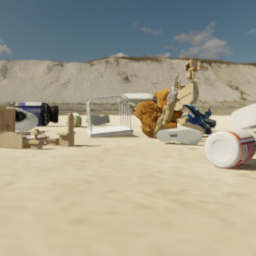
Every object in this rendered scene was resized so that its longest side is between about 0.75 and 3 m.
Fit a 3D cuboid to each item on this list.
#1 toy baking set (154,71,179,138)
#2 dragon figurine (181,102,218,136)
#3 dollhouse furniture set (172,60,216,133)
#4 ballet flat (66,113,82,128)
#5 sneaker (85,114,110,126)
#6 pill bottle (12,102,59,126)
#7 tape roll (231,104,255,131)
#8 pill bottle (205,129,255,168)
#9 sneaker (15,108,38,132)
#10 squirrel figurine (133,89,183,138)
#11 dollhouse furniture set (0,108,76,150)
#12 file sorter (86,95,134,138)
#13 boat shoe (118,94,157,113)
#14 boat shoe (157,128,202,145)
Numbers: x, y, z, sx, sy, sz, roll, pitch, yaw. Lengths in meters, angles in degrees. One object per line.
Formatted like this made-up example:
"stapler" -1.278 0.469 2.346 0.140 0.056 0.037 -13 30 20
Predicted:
"toy baking set" 1.185 -0.582 8.012 0.231 1.983 1.522 22 8 10
"dragon figurine" 2.367 -0.351 9.210 1.036 0.613 2.083 21 -11 27
"dollhouse furniture set" 2.656 -1.210 11.540 1.195 2.699 1.399 15 -23 -23
"ballet flat" -2.979 -0.438 15.531 0.822 0.822 2.324 -1 3 -18
"sneaker" -1.919 -0.393 16.596 0.758 0.720 1.884 -11 -9 38
"pill bottle" -5.204 -0.761 15.828 2.436 1.363 1.363 0 3 -8
"tape roll" 5.318 -0.473 11.140 2.185 0.764 2.185 -11 -11 -2
"pill bottle" 1.787 0.318 4.691 0.583 0.583 1.064 3 5 44
"sneaker" -4.327 -0.318 11.268 0.854 0.881 2.412 -13 -4 19
"squirrel figurine" 1.081 -0.495 9.342 1.702 1.589 1.205 -3 7 -29
"dollhouse furniture set" -2.557 -0.018 7.102 2.179 0.964 1.129 2 4 19
"file sorter" -0.776 -0.446 10.246 1.479 1.327 2.132 -5 4 -11
"boat shoe" 0.280 -0.913 10.765 0.741 0.667 2.096 15 -6 -35
"boat shoe" 1.372 0.178 7.412 1.184 0.418 0.377 4 13 23
